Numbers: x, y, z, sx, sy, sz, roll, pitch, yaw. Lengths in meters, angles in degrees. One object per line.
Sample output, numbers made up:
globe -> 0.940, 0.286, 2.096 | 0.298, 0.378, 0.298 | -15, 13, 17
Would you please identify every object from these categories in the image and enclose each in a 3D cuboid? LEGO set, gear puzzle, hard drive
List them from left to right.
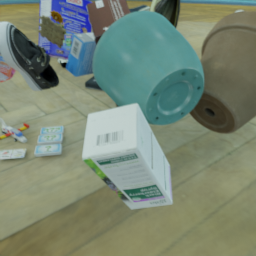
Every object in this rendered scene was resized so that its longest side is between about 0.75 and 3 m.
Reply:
LEGO set -> -3.472, 0.299, 9.233 | 2.534, 0.622, 1.893 | -5, 28, -7
gear puzzle -> -2.141, -2.913, 8.056 | 0.830, 1.602, 0.210 | 32, 70, -11
hard drive -> -0.922, -2.147, 13.439 | 1.902, 0.313, 1.327 | 12, 33, 18

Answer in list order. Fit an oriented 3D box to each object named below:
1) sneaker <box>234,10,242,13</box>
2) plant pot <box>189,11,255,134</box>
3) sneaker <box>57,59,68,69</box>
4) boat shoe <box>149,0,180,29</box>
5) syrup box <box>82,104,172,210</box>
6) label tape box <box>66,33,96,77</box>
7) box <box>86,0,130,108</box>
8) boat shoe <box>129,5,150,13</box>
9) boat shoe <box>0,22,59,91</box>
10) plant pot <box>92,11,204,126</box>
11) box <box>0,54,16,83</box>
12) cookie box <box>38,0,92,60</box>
sneaker -> 4.033, -3.137, 9.290 | 0.684, 1.757, 0.873 | -37, 35, 25
plant pot -> 2.487, -1.106, 6.703 | 2.504, 2.504, 2.184 | 28, 66, 37
sneaker -> -3.609, -3.665, 15.720 | 1.396, 0.528, 0.612 | 23, 39, 34
boat shoe -> 0.925, -2.874, 8.688 | 1.014, 2.770, 0.898 | 8, 14, -13
syrup box -> 0.110, 0.656, 5.105 | 0.893, 2.269, 0.924 | -11, 51, 16
label tape box -> -1.191, -2.596, 9.784 | 0.602, 1.305, 1.821 | 39, 39, 21
box -> -0.197, -1.820, 7.431 | 1.036, 2.765, 1.385 | -17, 55, 2
boat shoe -> -0.157, -4.389, 11.295 | 2.533, 0.948, 0.783 | -41, 82, -20
boat shoe -> -2.590, -1.844, 7.742 | 0.948, 2.863, 1.001 | -4, 68, 1
plant pot -> 0.508, -0.990, 5.449 | 1.974, 1.974, 1.584 | -15, 46, -22
box -> -4.529, -2.109, 9.662 | 1.676, 0.860, 0.793 | -2, 59, 47
cookie box -> -2.424, -3.949, 11.027 | 0.896, 2.385, 2.040 | 10, 8, 37
